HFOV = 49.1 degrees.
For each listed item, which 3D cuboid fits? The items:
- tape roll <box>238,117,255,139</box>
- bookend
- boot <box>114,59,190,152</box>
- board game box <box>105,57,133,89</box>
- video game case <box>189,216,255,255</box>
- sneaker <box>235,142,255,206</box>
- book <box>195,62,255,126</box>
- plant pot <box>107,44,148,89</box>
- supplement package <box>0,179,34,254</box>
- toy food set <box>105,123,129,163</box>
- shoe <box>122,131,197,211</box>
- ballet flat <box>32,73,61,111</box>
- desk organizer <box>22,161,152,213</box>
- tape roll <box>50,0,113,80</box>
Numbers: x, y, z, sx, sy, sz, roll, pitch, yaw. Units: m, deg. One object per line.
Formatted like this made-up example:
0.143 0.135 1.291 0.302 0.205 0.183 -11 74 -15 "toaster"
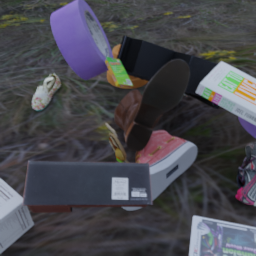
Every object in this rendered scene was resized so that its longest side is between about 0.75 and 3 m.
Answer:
4.879 -0.333 8.823 2.466 1.048 2.466 11 37 -8 "tape roll"
1.385 -1.973 9.583 2.930 1.358 2.948 12 16 -23 "bookend"
0.496 -0.913 8.525 0.956 2.774 2.976 32 10 -14 "boot"
-0.276 -1.535 7.726 0.505 0.158 1.057 2 54 -39 "board game box"
1.572 2.015 4.489 1.148 0.134 1.044 8 49 13 "video game case"
3.496 1.190 7.913 0.807 0.871 2.162 8 42 14 "sneaker"
3.203 -0.736 7.430 2.467 0.593 1.648 32 42 17 "book"
0.008 -2.761 12.133 1.915 1.340 1.915 0 42 0 "plant pot"
-3.370 2.320 6.392 1.081 1.123 1.974 28 47 27 "supplement package"
-0.360 0.590 8.174 0.284 1.417 0.978 -31 28 -11 "toy food set"
0.557 1.077 7.989 2.972 1.062 1.352 -31 43 -32 "shoe"
-3.330 -1.510 11.210 0.769 0.650 2.033 6 42 8 "ballet flat"
-0.833 1.312 6.031 2.507 0.965 0.899 2 63 -9 "desk organizer"
-1.328 -2.651 8.542 0.935 2.200 2.200 -21 39 14 "tape roll"
